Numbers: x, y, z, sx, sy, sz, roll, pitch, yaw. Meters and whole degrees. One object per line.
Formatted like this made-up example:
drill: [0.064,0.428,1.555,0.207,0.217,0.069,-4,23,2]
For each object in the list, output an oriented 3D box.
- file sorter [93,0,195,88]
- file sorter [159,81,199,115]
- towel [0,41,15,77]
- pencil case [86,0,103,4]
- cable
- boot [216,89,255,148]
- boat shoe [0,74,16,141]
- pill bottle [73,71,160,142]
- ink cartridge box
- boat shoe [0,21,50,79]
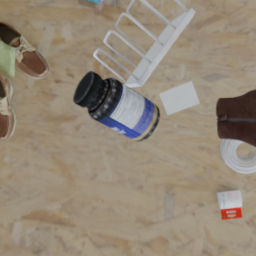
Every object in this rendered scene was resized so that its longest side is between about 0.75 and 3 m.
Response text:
file sorter: [0.328,-2.774,8.558,1.641,1.829,2.636,36,88,-13]
file sorter: [1.254,-0.745,6.837,0.802,0.499,0.556,-20,98,16]
towel: [-4.648,-2.628,10.430,1.009,1.360,0.248,31,48,2]
pencil case: [-1.534,-5.395,11.351,1.069,0.455,0.494,17,90,3]
cable: [3.587,0.675,8.549,1.451,0.502,1.451,-28,92,19]
boot: [3.099,0.220,6.746,0.835,1.920,2.308,0,85,-37]
boat shoe: [-4.735,-0.799,10.192,0.956,0.906,2.524,-11,79,-2]
pill bottle: [-0.277,-0.534,6.972,2.030,1.135,1.135,28,78,-29]
ink cartridge box: [3.611,2.711,9.844,0.779,0.273,0.958,-6,75,-1]
boat shoe: [-4.097,-2.933,10.577,2.761,0.991,1.045,42,82,8]
